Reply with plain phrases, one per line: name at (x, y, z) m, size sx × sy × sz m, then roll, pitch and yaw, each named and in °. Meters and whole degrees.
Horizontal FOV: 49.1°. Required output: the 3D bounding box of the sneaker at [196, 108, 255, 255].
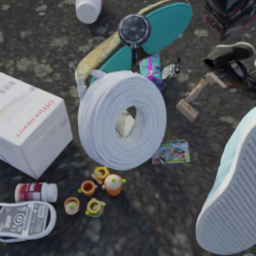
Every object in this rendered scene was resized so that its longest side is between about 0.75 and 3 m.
sneaker at (1.798, 0.825, 4.310) m, size 0.947 × 2.562 × 1.050 m, roll 23°, pitch 28°, yaw 10°

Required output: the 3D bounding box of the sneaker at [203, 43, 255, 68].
sneaker at (3.540, -2.476, 9.878) m, size 0.897 × 0.632 × 1.689 m, roll -42°, pitch 28°, yaw -19°

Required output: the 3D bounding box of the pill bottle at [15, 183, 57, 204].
pill bottle at (-2.272, 1.639, 6.970) m, size 0.911 × 0.520 × 0.520 m, roll -2°, pitch 52°, yaw -2°

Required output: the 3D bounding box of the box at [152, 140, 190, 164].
box at (0.827, 0.488, 5.615) m, size 0.783 × 0.136 × 0.431 m, roll -9°, pitch 88°, yaw 36°

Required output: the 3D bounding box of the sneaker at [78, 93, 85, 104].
sneaker at (-0.950, -1.028, 8.896) m, size 1.347 × 0.772 × 0.515 m, roll 9°, pitch 55°, yaw 4°

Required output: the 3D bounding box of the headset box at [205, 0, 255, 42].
headset box at (3.153, -3.565, 7.824) m, size 1.815 × 2.440 × 0.942 m, roll -36°, pitch 82°, yaw 14°

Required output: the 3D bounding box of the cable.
cable at (-0.049, -0.126, 5.146) m, size 1.803 × 1.803 × 0.624 m, roll -6°, pitch 16°, yaw -36°

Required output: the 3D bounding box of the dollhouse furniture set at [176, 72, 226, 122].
dollhouse furniture set at (1.802, -0.803, 6.755) m, size 0.528 × 1.193 × 0.618 m, roll 42°, pitch 42°, yaw -1°

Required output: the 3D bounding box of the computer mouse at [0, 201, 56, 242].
computer mouse at (-2.844, 2.238, 6.524) m, size 2.432 × 0.534 × 1.334 m, roll 0°, pitch 54°, yaw 4°

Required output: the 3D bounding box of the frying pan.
frying pan at (0.025, -1.372, 4.392) m, size 0.545 × 0.147 × 0.901 m, roll 24°, pitch 91°, yaw 10°

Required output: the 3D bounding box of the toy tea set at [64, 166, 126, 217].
toy tea set at (-0.841, 1.590, 6.962) m, size 0.952 × 0.592 × 1.600 m, roll 32°, pitch 59°, yaw 22°

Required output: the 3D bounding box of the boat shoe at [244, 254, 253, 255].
boat shoe at (1.978, 2.204, 4.264) m, size 0.579 × 1.637 × 0.521 m, roll -20°, pitch 86°, yaw -35°

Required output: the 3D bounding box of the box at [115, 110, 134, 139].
box at (-0.143, -0.041, 8.262) m, size 0.648 × 0.539 × 1.577 m, roll -27°, pitch 57°, yaw -20°

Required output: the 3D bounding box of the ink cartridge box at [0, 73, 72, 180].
ink cartridge box at (-2.984, -0.074, 7.567) m, size 2.292 × 1.658 × 1.687 m, roll 24°, pitch 56°, yaw 18°

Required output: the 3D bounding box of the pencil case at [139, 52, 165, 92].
pencil case at (0.766, -1.987, 9.579) m, size 0.776 × 0.843 × 1.824 m, roll -3°, pitch 51°, yaw 1°

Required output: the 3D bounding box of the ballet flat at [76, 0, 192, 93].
ballet flat at (0.044, -1.827, 6.009) m, size 2.910 × 1.029 × 1.029 m, roll -42°, pitch 61°, yaw -4°

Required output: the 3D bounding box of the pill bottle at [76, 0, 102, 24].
pill bottle at (-1.678, -5.410, 12.084) m, size 1.061 × 1.061 × 1.872 m, roll 1°, pitch 52°, yaw 1°

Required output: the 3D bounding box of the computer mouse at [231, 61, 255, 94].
computer mouse at (5.079, -2.119, 9.870) m, size 2.772 × 0.608 × 1.520 m, roll -19°, pitch 48°, yaw -8°

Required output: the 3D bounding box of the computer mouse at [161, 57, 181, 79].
computer mouse at (1.242, -1.635, 7.981) m, size 0.192 × 0.873 × 0.479 m, roll 8°, pitch 76°, yaw -23°

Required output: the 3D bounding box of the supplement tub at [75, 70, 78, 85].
supplement tub at (-0.691, -1.321, 6.925) m, size 1.054 × 0.767 × 0.767 m, roll -17°, pitch 48°, yaw 24°
